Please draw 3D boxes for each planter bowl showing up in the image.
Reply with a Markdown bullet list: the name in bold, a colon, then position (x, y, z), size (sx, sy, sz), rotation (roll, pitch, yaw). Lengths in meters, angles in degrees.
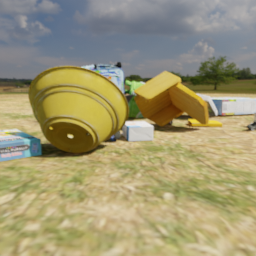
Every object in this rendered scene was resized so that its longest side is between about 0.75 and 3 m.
- **planter bowl**: position (-1.260, -0.136, 6.572), size (2.476, 2.476, 1.031), rotation (1, 49, 8)

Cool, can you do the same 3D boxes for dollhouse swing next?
- **dollhouse swing**: position (1.562, -0.611, 10.018), size (1.868, 1.807, 2.055), rotation (-32, -31, 1)

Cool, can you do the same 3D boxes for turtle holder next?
- **turtle holder**: position (0.628, -1.445, 13.257), size (1.636, 2.304, 1.751), rotation (6, 54, -2)

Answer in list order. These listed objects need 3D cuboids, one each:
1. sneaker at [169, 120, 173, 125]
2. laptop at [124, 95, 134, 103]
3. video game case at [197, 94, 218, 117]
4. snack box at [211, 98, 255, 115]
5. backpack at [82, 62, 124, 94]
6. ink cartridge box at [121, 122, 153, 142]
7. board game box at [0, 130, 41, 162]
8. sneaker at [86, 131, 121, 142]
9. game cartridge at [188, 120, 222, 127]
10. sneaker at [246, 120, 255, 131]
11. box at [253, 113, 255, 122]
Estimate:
- **sneaker**: position (1.638, -0.375, 11.765), size (0.485, 0.468, 1.162), rotation (0, 0, 6)
- **laptop**: position (-1.092, -0.716, 11.265), size (2.128, 1.233, 1.993), rotation (3, 9, 21)
- **video game case**: position (2.940, -1.276, 13.814), size (2.614, 0.305, 2.377), rotation (16, -6, 29)
- **snack box**: position (5.488, -1.219, 15.443), size (2.671, 0.904, 2.252), rotation (-5, 9, -21)
- **backpack**: position (-1.580, -1.777, 13.655), size (2.803, 2.565, 2.060), rotation (-4, 22, -8)
- **ink cartridge box**: position (0.245, 0.069, 8.771), size (0.760, 0.448, 1.321), rotation (-2, 9, -11)
- **board game box**: position (-3.102, 0.397, 6.822), size (1.326, 0.412, 1.757), rotation (-7, 12, -39)
- **sneaker**: position (-1.182, -0.047, 8.613), size (2.267, 1.010, 0.890), rotation (26, -15, 36)
- **game cartridge**: position (3.064, -0.176, 11.279), size (1.183, 0.192, 1.043), rotation (3, 9, 4)
- **sneaker**: position (4.538, -0.128, 10.029), size (0.862, 0.390, 0.287), rotation (-6, 40, -40)
- **box**: position (5.305, -0.240, 10.280), size (0.654, 0.589, 1.163), rotation (-5, 10, -28)
